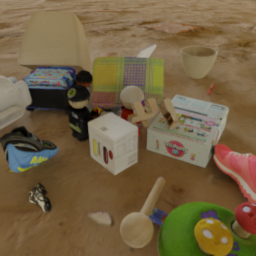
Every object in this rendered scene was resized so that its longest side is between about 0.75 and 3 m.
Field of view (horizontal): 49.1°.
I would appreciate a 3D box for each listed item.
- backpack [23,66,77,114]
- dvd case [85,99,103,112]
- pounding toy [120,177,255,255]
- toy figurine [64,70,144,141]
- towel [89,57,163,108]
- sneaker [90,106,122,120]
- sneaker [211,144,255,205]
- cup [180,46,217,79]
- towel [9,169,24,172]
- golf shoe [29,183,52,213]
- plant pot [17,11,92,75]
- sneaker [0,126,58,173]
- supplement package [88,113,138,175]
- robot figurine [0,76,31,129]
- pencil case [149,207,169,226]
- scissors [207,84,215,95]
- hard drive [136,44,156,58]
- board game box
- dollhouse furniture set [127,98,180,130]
[{"bbox_3d":[-2.887,-1.703,11.262,2.079,1.532,2.277,5,32,8],"label":"backpack"},{"bbox_3d":[-1.362,-0.722,10.436,1.059,0.755,0.093,-28,28,-36],"label":"dvd case"},{"bbox_3d":[1.508,1.889,5.295,2.849,1.322,2.199,29,39,17],"label":"pounding toy"},{"bbox_3d":[-0.768,-0.955,9.729,2.704,1.881,2.662,0,33,-1],"label":"toy figurine"},{"bbox_3d":[-0.075,-1.625,9.889,2.627,0.299,1.887,1,77,8],"label":"towel"},{"bbox_3d":[-0.887,-0.454,10.054,0.673,0.710,1.729,27,41,35],"label":"sneaker"},{"bbox_3d":[3.154,1.010,7.349,0.860,1.012,2.333,8,29,-29],"label":"sneaker"},{"bbox_3d":[3.401,-3.169,13.765,1.744,1.247,1.744,-1,33,0],"label":"cup"},{"bbox_3d":[-3.189,0.965,8.426,0.434,0.091,1.009,1,33,0],"label":"towel"},{"bbox_3d":[-2.200,1.812,6.964,0.436,0.358,0.922,-32,41,-9],"label":"golf shoe"},{"bbox_3d":[-3.178,-3.807,12.785,2.695,2.389,2.698,2,2,3],"label":"plant pot"},{"bbox_3d":[-2.613,0.466,7.504,0.946,1.106,2.670,-30,0,-3],"label":"sneaker"},{"bbox_3d":[-0.441,0.437,8.176,0.917,1.246,1.192,-27,41,-35],"label":"supplement package"},{"bbox_3d":[-4.745,-0.681,9.418,2.493,1.660,2.940,19,42,32],"label":"robot figurine"},{"bbox_3d":[0.853,2.119,6.384,0.925,0.402,0.361,19,65,29],"label":"pencil case"},{"bbox_3d":[3.674,-1.730,12.509,0.097,0.508,1.389,28,16,7],"label":"scissors"},{"bbox_3d":[0.831,-3.908,15.132,0.203,1.058,1.604,45,43,5],"label":"hard drive"},{"bbox_3d":[2.023,-0.028,9.277,1.950,0.850,2.643,17,36,24],"label":"board game box"},{"bbox_3d":[0.726,-0.278,8.162,1.250,1.148,0.813,-16,73,-15],"label":"dollhouse furniture set"}]
